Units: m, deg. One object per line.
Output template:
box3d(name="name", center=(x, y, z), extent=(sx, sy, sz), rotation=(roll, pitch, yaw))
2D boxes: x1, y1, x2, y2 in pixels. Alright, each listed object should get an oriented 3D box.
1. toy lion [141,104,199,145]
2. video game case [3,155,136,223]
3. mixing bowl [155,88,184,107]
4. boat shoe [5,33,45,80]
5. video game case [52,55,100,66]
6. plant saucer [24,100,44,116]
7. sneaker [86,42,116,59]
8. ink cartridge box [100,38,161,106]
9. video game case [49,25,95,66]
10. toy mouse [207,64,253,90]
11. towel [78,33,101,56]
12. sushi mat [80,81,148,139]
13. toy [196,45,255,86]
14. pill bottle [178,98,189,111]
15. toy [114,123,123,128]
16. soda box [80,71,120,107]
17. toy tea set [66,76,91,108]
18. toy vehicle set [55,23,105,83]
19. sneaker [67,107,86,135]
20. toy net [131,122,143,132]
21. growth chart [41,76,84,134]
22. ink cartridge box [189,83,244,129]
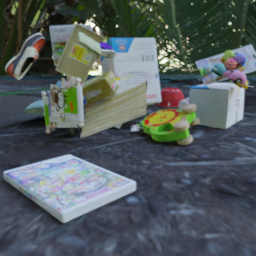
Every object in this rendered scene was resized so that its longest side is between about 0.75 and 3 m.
box3d(name="toy lion", center=(1.206, -0.123, 8.761), extent=(1.778, 0.637, 1.855), rotation=(-7, 25, 27))
box3d(name="video game case", center=(-1.166, 1.012, 5.340), extent=(1.565, 0.197, 2.186), rotation=(-13, 18, -43))
box3d(name="mixing bowl", center=(2.286, -1.663, 15.051), extent=(1.655, 0.896, 1.655), rotation=(-1, 14, 0))
box3d(name="boat shoe", center=(-2.560, -1.831, 7.201), extent=(0.425, 1.358, 0.483), rotation=(34, -12, 19))
box3d(name="video game case", center=(-1.855, -2.977, 10.901), extent=(1.677, 1.526, 0.192), rotation=(12, 47, -41))
box3d(name="plant saucer", center=(-2.885, -0.814, 10.912), extent=(2.195, 0.423, 2.195), rotation=(-2, -5, 0))
box3d(name="sneaker", center=(-0.897, -2.531, 8.859), extent=(1.000, 0.348, 0.497), rotation=(11, 50, -29))
box3d(name="ink cartridge box", center=(0.018, -1.931, 10.367), extent=(1.708, 2.320, 1.678), rotation=(-6, 2, -20))
box3d(name="video game case", center=(-1.909, -2.862, 9.697), extent=(1.425, 1.297, 0.163), rotation=(-9, 14, -16))
box3d(name="toy mouse", center=(3.308, -1.763, 9.162), extent=(1.680, 0.366, 1.890), rotation=(24, 14, -18))
box3d(name="towel", center=(-1.094, -2.388, 7.978), extent=(0.770, 0.141, 0.572), rotation=(27, 37, -36))
box3d(name="sushi mat", center=(-0.450, -0.482, 7.965), extent=(2.361, 1.129, 0.143), rotation=(-20, -36, 32))
box3d(name="toy", center=(3.519, -2.321, 9.869), extent=(2.035, 1.172, 0.480), rotation=(-18, -31, 13))
box3d(name="pill bottle", center=(2.871, -1.010, 11.977), extent=(1.315, 0.762, 0.762), rotation=(-23, 23, -26))
box3d(name="toy", center=(-0.608, -0.310, 10.258), extent=(0.994, 0.572, 0.235), rotation=(16, -24, 25))
box3d(name="soda box", center=(-1.144, -1.095, 8.508), extent=(1.729, 0.586, 0.553), rotation=(-18, 28, 29))
box3d(name="toy tea set", center=(-1.961, -1.549, 10.728), extent=(2.071, 0.766, 1.231), rotation=(29, 66, 39))
box3d(name="toy vehicle set", center=(-1.602, -2.469, 9.361), extent=(1.050, 1.691, 0.224), rotation=(25, 10, -15))
box3d(name="sneaker", center=(-1.513, -0.330, 9.493), extent=(1.207, 0.806, 2.107), rotation=(-12, 9, -2))
box3d(name="toy net", center=(0.300, -0.068, 9.491), extent=(0.489, 0.180, 0.932), rotation=(9, 16, 29))
box3d(name="growth chart", center=(-1.992, -0.661, 8.416), extent=(2.172, 1.572, 0.193), rotation=(-6, 5, 45))
box3d(name="ink cartridge box", center=(3.395, -0.921, 10.674), extent=(1.459, 1.434, 1.982), rotation=(9, 17, 36))
